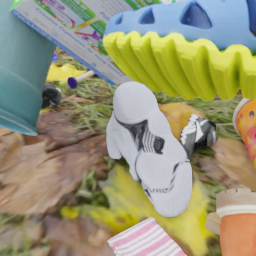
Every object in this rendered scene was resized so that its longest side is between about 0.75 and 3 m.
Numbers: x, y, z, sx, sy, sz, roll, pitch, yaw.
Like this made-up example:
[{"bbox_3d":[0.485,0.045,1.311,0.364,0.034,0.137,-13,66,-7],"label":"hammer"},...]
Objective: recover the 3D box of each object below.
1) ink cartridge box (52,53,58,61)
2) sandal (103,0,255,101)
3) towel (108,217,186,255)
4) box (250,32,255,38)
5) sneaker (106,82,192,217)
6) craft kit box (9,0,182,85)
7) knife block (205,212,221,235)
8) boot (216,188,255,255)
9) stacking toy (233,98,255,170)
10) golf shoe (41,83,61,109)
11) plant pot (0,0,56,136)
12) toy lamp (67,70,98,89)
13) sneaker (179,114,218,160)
[{"bbox_3d":[-3.574,-3.280,12.508,0.651,0.255,1.376,-12,37,-18],"label":"ink cartridge box"},{"bbox_3d":[1.125,-0.955,2.831,2.845,1.131,1.239,7,75,17],"label":"sandal"},{"bbox_3d":[0.379,1.997,4.379,0.933,0.191,1.275,-19,37,-28],"label":"towel"},{"bbox_3d":[3.167,-2.696,5.667,2.307,0.419,1.665,-7,65,16],"label":"box"},{"bbox_3d":[0.329,0.544,5.921,1.041,1.592,2.770,-14,70,-20],"label":"sneaker"},{"bbox_3d":[-0.196,-1.392,3.796,2.039,2.065,0.501,1,67,45],"label":"craft kit box"},{"bbox_3d":[1.859,1.766,4.627,0.930,0.297,0.816,-4,32,-8],"label":"knife block"},{"bbox_3d":[2.663,1.923,3.877,2.985,1.120,1.601,11,61,-5],"label":"boot"},{"bbox_3d":[3.120,0.564,5.544,1.909,1.909,2.612,7,49,11],"label":"stacking toy"},{"bbox_3d":[-3.138,-1.043,8.627,2.162,0.841,1.022,6,25,-6],"label":"golf shoe"},{"bbox_3d":[-2.303,-1.466,4.694,2.560,2.560,2.508,14,77,21],"label":"plant pot"},{"bbox_3d":[-1.498,-1.930,10.202,0.467,0.467,1.605,20,37,28],"label":"toy lamp"},{"bbox_3d":[1.722,0.223,6.744,0.811,0.596,1.792,11,32,21],"label":"sneaker"}]
